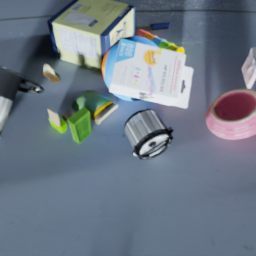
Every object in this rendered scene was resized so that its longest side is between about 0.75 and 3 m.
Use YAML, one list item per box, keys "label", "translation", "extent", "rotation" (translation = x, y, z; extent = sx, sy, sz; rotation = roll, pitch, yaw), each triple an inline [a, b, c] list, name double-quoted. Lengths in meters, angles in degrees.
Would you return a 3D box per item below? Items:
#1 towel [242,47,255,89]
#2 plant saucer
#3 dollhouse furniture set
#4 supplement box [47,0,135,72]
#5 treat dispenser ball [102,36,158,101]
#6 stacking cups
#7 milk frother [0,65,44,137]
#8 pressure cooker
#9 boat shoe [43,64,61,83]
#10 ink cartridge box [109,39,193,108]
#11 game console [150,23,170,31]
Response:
- label: "towel"
  translation: [4.099, -2.006, 9.373]
  extent: [0.165, 0.981, 1.027]
  rotation: [5, 51, 2]
- label: "plant saucer"
  translation: [3.956, -0.639, 10.248]
  extent: [2.309, 0.585, 2.309]
  rotation: [-19, 42, 18]
- label: "dollhouse furniture set"
  translation: [-1.674, -0.842, 10.633]
  extent: [1.584, 1.213, 2.418]
  rotation: [32, 58, 23]
- label: "supplement box"
  translation: [-1.562, -4.449, 13.066]
  extent: [2.903, 1.951, 2.906]
  rotation: [21, 54, 16]
- label: "treat dispenser ball"
  translation: [0.223, -2.306, 11.039]
  extent: [2.502, 2.502, 2.502]
  rotation: [0, 51, 0]
- label: "stacking cups"
  translation: [1.376, -3.964, 13.529]
  extent: [2.679, 0.811, 0.811]
  rotation: [35, 59, 30]
- label: "milk frother"
  translation: [-4.603, -0.919, 10.516]
  extent: [2.300, 2.549, 2.397]
  rotation: [18, 87, 57]
- label: "pressure cooker"
  translation: [0.705, 0.301, 9.580]
  extent: [1.380, 1.359, 1.545]
  rotation: [-7, 51, -31]
- label: "boat shoe"
  translation: [-2.022, -1.433, 7.500]
  extent: [0.305, 0.832, 0.261]
  rotation: [-10, 79, 3]
- label: "ink cartridge box"
  translation: [0.773, -1.506, 8.031]
  extent: [2.401, 0.814, 1.382]
  rotation: [12, 79, -6]
- label: "game console"
  translation: [1.690, -5.515, 14.850]
  extent: [0.925, 0.547, 0.789]
  rotation: [-8, 52, -7]
